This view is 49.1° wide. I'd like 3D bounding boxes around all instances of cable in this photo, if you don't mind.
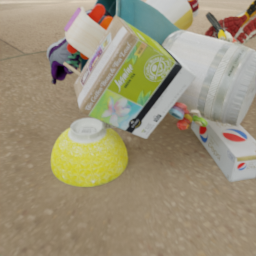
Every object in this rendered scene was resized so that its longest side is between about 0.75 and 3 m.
[{"bbox_3d":[2.851,-2.919,8.379,0.806,0.417,1.659,11,54,-26],"label":"cable"}]

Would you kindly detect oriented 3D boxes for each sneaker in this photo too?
[{"bbox_3d":[-1.493,-2.400,8.738,1.087,2.922,1.279,12,63,-41],"label":"sneaker"},{"bbox_3d":[3.715,-3.153,8.941,2.862,1.114,1.176,-25,-3,33],"label":"sneaker"}]

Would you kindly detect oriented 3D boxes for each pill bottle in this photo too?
[{"bbox_3d":[2.463,-4.806,10.891,0.545,0.965,0.545,-10,62,18],"label":"pill bottle"}]

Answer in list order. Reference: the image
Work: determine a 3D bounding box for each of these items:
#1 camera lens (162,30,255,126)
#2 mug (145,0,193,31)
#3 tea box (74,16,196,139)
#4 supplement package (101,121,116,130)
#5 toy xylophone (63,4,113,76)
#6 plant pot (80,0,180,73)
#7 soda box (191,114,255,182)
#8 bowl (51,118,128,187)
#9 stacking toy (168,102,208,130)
[{"bbox_3d":[1.939,-1.287,7.149,2.429,1.943,1.943,25,40,26],"label":"camera lens"},{"bbox_3d":[1.265,-3.794,10.592,2.392,1.916,1.964,42,80,11],"label":"mug"},{"bbox_3d":[0.071,-0.992,5.903,1.761,1.790,1.196,22,26,-30],"label":"tea box"},{"bbox_3d":[-0.290,-0.515,7.645,0.984,0.741,0.747,-10,62,-6],"label":"supplement package"},{"bbox_3d":[-0.619,-1.717,6.474,1.490,2.035,0.511,-39,28,22],"label":"toy xylophone"},{"bbox_3d":[0.283,-2.484,8.914,2.818,2.999,2.999,9,27,-26],"label":"plant pot"},{"bbox_3d":[3.105,0.348,9.073,1.021,0.954,2.998,-6,34,-9],"label":"soda box"},{"bbox_3d":[-1.214,0.486,8.546,2.423,1.304,2.423,-1,32,0],"label":"bowl"},{"bbox_3d":[1.298,-0.173,6.222,0.762,0.842,0.356,26,80,43],"label":"stacking toy"}]
